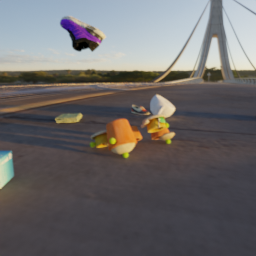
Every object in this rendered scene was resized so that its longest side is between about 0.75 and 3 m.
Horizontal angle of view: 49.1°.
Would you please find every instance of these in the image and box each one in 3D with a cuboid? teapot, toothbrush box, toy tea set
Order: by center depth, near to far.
[{"bbox_3d":[-3.081,0.949,5.507,1.080,0.629,1.476,0,12,-1],"label":"toothbrush box"},{"bbox_3d":[0.336,0.354,8.449,2.790,1.033,1.659,-9,-15,-25],"label":"toy tea set"},{"bbox_3d":[1.565,-0.905,13.765,1.339,0.978,1.321,17,25,-45],"label":"teapot"}]

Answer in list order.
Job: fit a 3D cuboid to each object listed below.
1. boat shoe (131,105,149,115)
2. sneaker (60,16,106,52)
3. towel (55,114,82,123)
[{"bbox_3d":[0.654,-0.968,15.290,0.460,0.404,1.293,-8,15,-40],"label":"boat shoe"},{"bbox_3d":[-2.163,-3.879,11.853,2.295,1.142,0.798,28,-3,22],"label":"sneaker"},{"bbox_3d":[-2.766,-0.444,13.124,1.072,0.264,1.445,-1,13,-1],"label":"towel"}]
